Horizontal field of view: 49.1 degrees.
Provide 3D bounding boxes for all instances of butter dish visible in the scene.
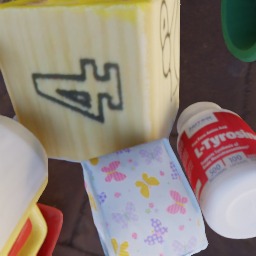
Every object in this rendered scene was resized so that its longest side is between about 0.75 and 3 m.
[{"bbox_3d":[-3.088,2.276,5.520,2.826,2.089,2.818,12,49,5],"label":"butter dish"}]

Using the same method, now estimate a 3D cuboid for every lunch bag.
[{"bbox_3d":[0.167,1.097,3.824,1.307,0.980,1.542,-16,61,-14],"label":"lunch bag"}]

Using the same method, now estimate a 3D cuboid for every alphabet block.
[{"bbox_3d":[-0.492,-1.129,5.443,2.690,2.739,2.676,4,31,16],"label":"alphabet block"}]

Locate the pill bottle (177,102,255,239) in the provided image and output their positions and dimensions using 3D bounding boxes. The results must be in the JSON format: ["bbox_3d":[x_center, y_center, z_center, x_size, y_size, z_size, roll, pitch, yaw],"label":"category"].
[{"bbox_3d":[1.733,0.546,5.157,1.436,1.436,2.558,-5,31,-3],"label":"pill bottle"}]

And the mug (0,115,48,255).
[{"bbox_3d":[-2.360,1.097,4.193,2.130,2.660,2.183,27,49,6],"label":"mug"}]

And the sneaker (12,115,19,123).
[{"bbox_3d":[-2.178,-0.479,6.901,0.708,0.760,1.917,42,67,13],"label":"sneaker"}]

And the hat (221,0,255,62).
[{"bbox_3d":[3.540,-2.685,6.074,2.358,2.219,2.679,-6,27,-4],"label":"hat"}]

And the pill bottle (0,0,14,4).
[{"bbox_3d":[-3.364,-2.761,6.295,1.499,2.633,1.499,0,89,-9],"label":"pill bottle"}]
